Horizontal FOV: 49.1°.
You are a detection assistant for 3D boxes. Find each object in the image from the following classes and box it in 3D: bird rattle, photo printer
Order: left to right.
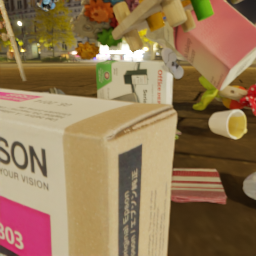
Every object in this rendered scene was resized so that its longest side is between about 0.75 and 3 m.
[{"bbox_3d":[4.125,-1.271,10.591,2.995,1.687,2.442,11,2,27],"label":"bird rattle"},{"bbox_3d":[2.369,0.946,4.313,0.835,0.348,1.004,-12,19,-34],"label":"photo printer"}]

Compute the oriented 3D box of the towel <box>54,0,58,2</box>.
[{"bbox_3d":[-1.485,-3.519,6.525,0.159,0.921,0.887,18,45,-32],"label":"towel"}]

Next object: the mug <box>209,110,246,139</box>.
[{"bbox_3d":[2.692,-0.045,7.678,0.768,0.959,0.787,-44,24,-21],"label":"mug"}]

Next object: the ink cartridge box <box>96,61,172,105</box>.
[{"bbox_3d":[0.248,-1.449,10.215,2.594,1.902,1.077,4,18,16],"label":"ink cartridge box"}]

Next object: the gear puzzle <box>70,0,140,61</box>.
[{"bbox_3d":[-0.641,-2.538,7.119,1.506,0.381,2.907,11,-28,-32],"label":"gear puzzle"}]

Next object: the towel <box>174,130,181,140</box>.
[{"bbox_3d":[0.244,0.077,7.793,2.083,0.237,1.496,-2,15,-11],"label":"towel"}]

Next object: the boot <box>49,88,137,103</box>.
[{"bbox_3d":[-0.769,-0.468,6.868,2.103,1.912,0.763,-12,62,-9],"label":"boot"}]

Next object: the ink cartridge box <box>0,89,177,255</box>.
[{"bbox_3d":[-0.835,0.675,2.371,2.287,1.884,0.859,9,18,32],"label":"ink cartridge box"}]

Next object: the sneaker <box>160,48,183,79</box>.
[{"bbox_3d":[1.036,-1.724,7.318,0.372,0.990,0.569,-44,41,-2],"label":"sneaker"}]

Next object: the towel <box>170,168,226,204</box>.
[{"bbox_3d":[1.141,0.951,4.750,0.845,0.133,1.173,1,13,10],"label":"towel"}]

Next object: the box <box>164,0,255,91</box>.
[{"bbox_3d":[1.933,-2.105,6.596,1.123,2.061,1.318,-41,-15,-3],"label":"box"}]

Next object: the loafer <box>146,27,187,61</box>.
[{"bbox_3d":[1.777,-3.178,10.383,0.919,1.051,2.924,23,17,-42],"label":"loafer"}]

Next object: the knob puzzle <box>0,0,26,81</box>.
[{"bbox_3d":[-2.804,-2.147,6.466,0.253,1.825,1.825,-17,20,-17],"label":"knob puzzle"}]

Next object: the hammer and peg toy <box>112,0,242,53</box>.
[{"bbox_3d":[1.013,-2.065,4.512,2.386,0.841,1.755,-28,9,-23],"label":"hammer and peg toy"}]

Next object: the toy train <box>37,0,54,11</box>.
[{"bbox_3d":[-2.971,-4.886,10.319,0.657,1.150,0.499,18,-3,20],"label":"toy train"}]

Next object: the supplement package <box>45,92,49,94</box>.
[{"bbox_3d":[-3.080,-0.706,9.462,1.501,0.854,0.822,-11,20,-37],"label":"supplement package"}]
